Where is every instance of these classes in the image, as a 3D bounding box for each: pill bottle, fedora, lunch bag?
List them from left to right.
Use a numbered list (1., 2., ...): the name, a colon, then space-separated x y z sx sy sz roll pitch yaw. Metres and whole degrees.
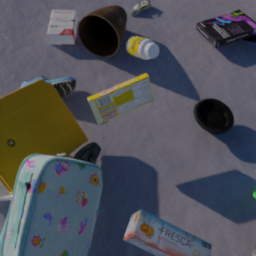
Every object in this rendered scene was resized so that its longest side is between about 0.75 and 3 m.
1. lunch bag: -1.922 2.093 7.223 1.125 2.340 2.918 3 78 42
2. pill bottle: 0.449 -2.392 8.425 0.594 0.594 1.061 -35 37 -17
3. fedora: 2.930 -0.307 9.838 1.457 0.665 1.457 0 61 0

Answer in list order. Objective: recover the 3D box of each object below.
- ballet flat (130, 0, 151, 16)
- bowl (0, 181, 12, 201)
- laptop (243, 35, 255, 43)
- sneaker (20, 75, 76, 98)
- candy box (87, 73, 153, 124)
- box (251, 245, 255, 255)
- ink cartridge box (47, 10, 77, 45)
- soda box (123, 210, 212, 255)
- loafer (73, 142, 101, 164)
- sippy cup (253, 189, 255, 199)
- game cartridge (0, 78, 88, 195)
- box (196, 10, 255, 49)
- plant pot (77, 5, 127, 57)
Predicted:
1. ballet flat: 0.548 -5.504 12.726 1.129 0.360 0.381 -32 67 -15
2. bowl: -3.791 1.292 8.935 2.143 0.800 2.140 -2 62 -2
3. laptop: 5.802 -3.704 11.860 1.177 0.686 1.328 -45 96 -10
4. sneaker: -3.035 -1.645 10.464 2.141 0.839 0.963 -11 60 -6
5. candy box: -0.196 -0.870 8.497 1.928 0.986 0.255 -23 47 -7
6. box: 4.333 4.342 7.490 2.286 0.562 2.367 28 67 16
7. ink cartridge box: -2.771 -4.295 11.952 1.069 0.603 1.456 1 62 1
8. soda box: 0.935 2.700 6.621 1.996 0.635 0.683 29 54 -7
9. loafer: -1.526 1.340 8.665 2.082 0.748 0.655 -46 34 -16
10. sippy cup: 5.044 2.115 7.978 2.625 2.061 1.924 -40 79 6
11. game cartridge: -2.954 0.122 8.418 2.863 0.464 2.524 -38 99 -37
12. box: 4.218 -4.237 11.897 2.173 0.392 1.553 -22 54 -9
13. plant pot: -0.797 -4.159 11.410 1.784 1.784 1.908 21 51 11
